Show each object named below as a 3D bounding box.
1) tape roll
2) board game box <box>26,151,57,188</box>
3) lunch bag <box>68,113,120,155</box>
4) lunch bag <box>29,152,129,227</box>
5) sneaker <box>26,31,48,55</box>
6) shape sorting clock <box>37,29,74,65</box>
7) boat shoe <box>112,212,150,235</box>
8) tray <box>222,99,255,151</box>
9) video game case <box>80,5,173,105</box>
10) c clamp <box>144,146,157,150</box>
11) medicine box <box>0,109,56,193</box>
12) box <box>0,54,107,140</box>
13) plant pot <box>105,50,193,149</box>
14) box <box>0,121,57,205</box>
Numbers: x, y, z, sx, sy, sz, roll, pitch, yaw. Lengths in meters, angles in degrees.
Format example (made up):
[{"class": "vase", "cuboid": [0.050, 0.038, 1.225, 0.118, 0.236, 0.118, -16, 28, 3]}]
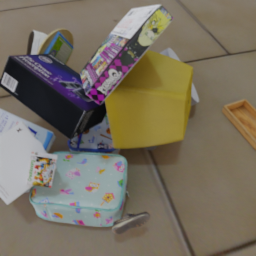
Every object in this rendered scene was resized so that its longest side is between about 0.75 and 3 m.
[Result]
[{"class": "tape roll", "cuboid": [1.853, -1.884, 10.995, 0.798, 2.415, 2.415, -28, 45, 23]}, {"class": "board game box", "cuboid": [-2.179, 1.062, 7.046, 0.640, 1.014, 0.175, 11, 32, -13]}, {"class": "lunch bag", "cuboid": [-1.186, 0.158, 10.342, 1.942, 0.916, 2.424, 4, 49, 6]}, {"class": "lunch bag", "cuboid": [-1.359, 1.783, 8.735, 2.845, 1.097, 2.282, 4, 42, 5]}, {"class": "sneaker", "cuboid": [-3.698, -2.478, 11.772, 1.213, 2.865, 1.043, 6, 19, -40]}, {"class": "shape sorting clock", "cuboid": [-2.904, -2.929, 11.069, 0.413, 2.104, 2.104, 30, 55, 12]}, {"class": "boat shoe", "cuboid": [0.045, 2.443, 7.469, 1.075, 0.400, 0.394, -23, 37, 4]}, {"class": "tray", "cuboid": [4.771, -0.163, 10.936, 1.075, 0.403, 2.179, -18, 51, -14]}, {"class": "video game case", "cuboid": [-0.263, -2.043, 7.380, 2.548, 0.503, 2.811, -48, 23, 7]}, {"class": "c clamp", "cuboid": [0.780, 0.387, 10.477, 0.909, 0.144, 1.064, 36, 71, 28]}, {"class": "medicine box", "cuboid": [-3.771, 0.681, 8.867, 2.250, 1.158, 2.049, 24, 77, -5]}, {"class": "box", "cuboid": [-2.242, -1.153, 9.129, 2.954, 1.165, 2.085, 36, 23, 9]}, {"class": "plant pot", "cuboid": [0.828, -0.896, 8.991, 2.239, 2.538, 2.539, 7, 43, 15]}, {"class": "box", "cuboid": [-3.103, 0.930, 7.716, 1.606, 1.049, 1.597, -38, 99, -20]}]
